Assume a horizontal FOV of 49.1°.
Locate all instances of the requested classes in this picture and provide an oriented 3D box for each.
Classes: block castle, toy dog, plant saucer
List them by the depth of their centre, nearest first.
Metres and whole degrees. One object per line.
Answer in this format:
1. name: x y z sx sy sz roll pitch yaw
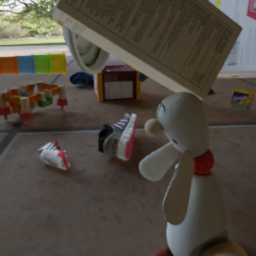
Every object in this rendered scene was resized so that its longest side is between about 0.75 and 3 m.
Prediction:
1. toy dog: 0.657 1.011 3.915 1.322 2.745 1.810 -19 -3 -3
2. plant saucer: -0.931 -2.330 6.180 0.563 2.244 2.244 9 23 16
3. block castle: -3.554 -0.942 10.542 1.557 1.093 2.330 13 26 24

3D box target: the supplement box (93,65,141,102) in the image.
1. supplement box: -0.586 -2.201 13.426 1.989 1.321 1.962 -4 21 -11

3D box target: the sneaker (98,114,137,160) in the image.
1. sneaker: -0.319 0.135 8.019 0.986 0.832 2.254 8 26 4

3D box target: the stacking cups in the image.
1. stacking cups: -2.820 -1.714 7.701 2.163 0.654 0.654 -8 22 -17

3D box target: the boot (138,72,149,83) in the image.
1. boot: 0.436 -1.828 8.310 0.708 0.937 0.338 8 33 -51

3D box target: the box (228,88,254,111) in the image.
1. box: 2.786 -0.718 6.881 0.478 0.439 1.366 17 13 20

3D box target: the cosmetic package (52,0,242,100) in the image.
1. cosmetic package: 0.312 -1.640 4.380 2.616 1.354 0.956 28 2 -22

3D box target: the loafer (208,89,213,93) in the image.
1. loafer: 3.999 -1.892 14.100 0.838 0.264 0.301 -15 26 -34

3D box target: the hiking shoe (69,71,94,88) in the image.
1. hiking shoe: -2.123 -2.621 15.206 2.201 0.819 0.954 0 20 -1

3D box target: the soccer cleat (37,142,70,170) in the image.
1. soccer cleat: -1.885 0.754 7.020 0.596 0.480 1.400 -22 27 -21

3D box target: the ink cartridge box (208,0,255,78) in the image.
1. ink cartridge box: 2.463 -2.109 6.619 1.026 1.786 2.461 0 8 -32
